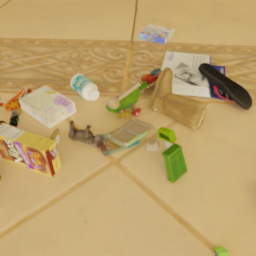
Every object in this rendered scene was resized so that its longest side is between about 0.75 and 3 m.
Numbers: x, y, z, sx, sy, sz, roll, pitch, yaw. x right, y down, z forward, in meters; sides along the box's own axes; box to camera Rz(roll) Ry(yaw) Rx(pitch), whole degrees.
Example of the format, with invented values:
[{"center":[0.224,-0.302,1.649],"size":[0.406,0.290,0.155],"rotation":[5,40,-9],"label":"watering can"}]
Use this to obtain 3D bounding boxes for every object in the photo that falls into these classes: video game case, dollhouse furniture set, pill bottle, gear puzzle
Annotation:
[{"center":[1.512,-4.971,14.814],"size":[1.456,0.331,1.320],"rotation":[19,45,20],"label":"video game case"},{"center":[0.632,0.613,8.523],"size":[1.259,0.973,2.519],"rotation":[-34,36,-27],"label":"dollhouse furniture set"},{"center":[-1.624,-1.519,10.701],"size":[0.680,0.680,1.228],"rotation":[-30,52,-29],"label":"pill bottle"},{"center":[0.591,-1.817,11.004],"size":[1.859,0.243,0.963],"rotation":[-34,32,-7],"label":"gear puzzle"}]

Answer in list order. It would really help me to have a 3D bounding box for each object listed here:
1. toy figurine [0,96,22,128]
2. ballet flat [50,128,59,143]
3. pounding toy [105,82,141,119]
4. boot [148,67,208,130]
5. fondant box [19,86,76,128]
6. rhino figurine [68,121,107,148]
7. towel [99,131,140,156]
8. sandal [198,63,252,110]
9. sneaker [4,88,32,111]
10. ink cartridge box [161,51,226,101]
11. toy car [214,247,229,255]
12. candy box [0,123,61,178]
[{"center":[-4.146,-0.348,8.848],"size":[1.251,1.232,0.871],"rotation":[-37,39,21],"label":"toy figurine"},{"center":[-2.392,0.462,8.837],"size":[0.340,0.370,1.079],"rotation":[31,50,-2],"label":"ballet flat"},{"center":[-0.027,-0.735,9.563],"size":[1.333,1.727,0.801],"rotation":[-29,86,-5],"label":"pounding toy"},{"center":[1.863,-1.049,9.779],"size":[1.967,1.723,0.650],"rotation":[24,6,27],"label":"boot"},{"center":[-2.892,-0.800,10.064],"size":[1.680,0.489,1.212],"rotation":[30,50,28],"label":"fondant box"},{"center":[-1.280,0.255,8.787],"size":[1.442,0.630,0.431],"rotation":[16,29,19],"label":"rhino figurine"},{"center":[-0.354,0.393,9.005],"size":[1.240,0.135,0.909],"rotation":[-18,44,-19],"label":"towel"},{"center":[3.627,-1.523,10.630],"size":[0.948,0.569,2.525],"rotation":[-24,61,-38],"label":"sandal"},{"center":[-4.100,-1.022,10.448],"size":[0.485,0.459,1.259],"rotation":[-4,34,41],"label":"sneaker"},{"center":[2.718,-2.256,11.632],"size":[2.726,0.553,2.721],"rotation":[9,43,10],"label":"ink cartridge box"},{"center":[2.117,3.029,5.980],"size":[1.138,0.254,1.071],"rotation":[-4,42,-5],"label":"toy car"},{"center":[-2.897,0.641,8.024],"size":[1.849,1.079,0.522],"rotation":[17,44,19],"label":"candy box"}]
